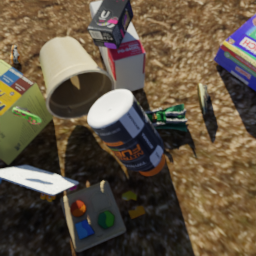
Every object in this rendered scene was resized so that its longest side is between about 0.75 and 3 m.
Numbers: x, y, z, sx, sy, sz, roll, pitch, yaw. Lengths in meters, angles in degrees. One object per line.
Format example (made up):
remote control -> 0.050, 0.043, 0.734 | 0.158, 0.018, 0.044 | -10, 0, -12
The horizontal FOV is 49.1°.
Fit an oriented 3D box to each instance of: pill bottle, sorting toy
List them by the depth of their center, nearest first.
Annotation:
pill bottle -> 0.131, 0.308, 8.323 | 1.463, 2.755, 1.463 | -22, 39, 19
sorting toy -> -0.779, 2.559, 8.775 | 2.371, 0.317, 1.766 | -20, 66, -10

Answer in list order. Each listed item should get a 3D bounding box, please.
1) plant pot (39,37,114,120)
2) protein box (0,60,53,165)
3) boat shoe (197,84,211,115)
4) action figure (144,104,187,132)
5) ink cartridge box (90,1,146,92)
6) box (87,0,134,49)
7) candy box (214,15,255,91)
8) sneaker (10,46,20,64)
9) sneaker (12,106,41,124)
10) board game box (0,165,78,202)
plant pot -> -1.933, -1.816, 9.420 | 2.297, 2.297, 2.102 | -23, 64, -11
protein box -> -4.034, -0.429, 9.140 | 1.549, 2.279, 2.296 | 33, 68, 15
boat shoe -> 2.877, -1.109, 10.487 | 0.436, 0.474, 1.327 | -3, 59, 4
action figure -> 1.164, -0.340, 10.128 | 1.861, 0.509, 1.099 | -4, 67, 2
ink cartridge box -> -0.387, -3.058, 10.515 | 1.198, 2.087, 2.874 | -17, 66, -6
box -> -0.533, -3.400, 8.999 | 0.908, 0.788, 1.485 | 15, 69, 20
candy box -> 5.382, -3.077, 11.066 | 2.966, 1.142, 2.508 | -41, 72, -17
sneaker -> -4.622, -2.993, 11.513 | 0.345, 0.349, 0.893 | 0, 67, -14
sneaker -> -2.619, -0.360, 7.338 | 0.769, 0.295, 0.322 | 29, 34, -19
board game box -> -2.404, 1.412, 7.380 | 1.737, 1.737, 0.225 | 15, 91, 10
